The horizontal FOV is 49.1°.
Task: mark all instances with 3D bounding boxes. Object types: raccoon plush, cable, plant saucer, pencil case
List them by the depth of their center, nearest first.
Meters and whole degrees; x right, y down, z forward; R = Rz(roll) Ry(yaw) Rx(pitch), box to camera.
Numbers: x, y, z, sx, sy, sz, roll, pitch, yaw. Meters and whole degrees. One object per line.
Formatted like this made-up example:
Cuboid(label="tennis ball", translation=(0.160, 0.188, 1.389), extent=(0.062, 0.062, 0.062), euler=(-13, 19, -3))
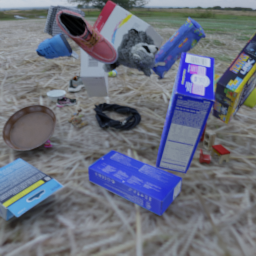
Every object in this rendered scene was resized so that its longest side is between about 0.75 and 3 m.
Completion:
Cuboid(label="raccoon plush", translation=(0.050, -1.730, 7.857), extent=(1.011, 2.089, 1.400), euler=(24, 49, -23))
Cuboid(label="plant saucer", translation=(-3.552, 0.025, 10.237), extent=(2.022, 0.348, 2.022), euler=(-3, 56, 5))
Cuboid(label="cable", translation=(-0.510, -0.637, 12.198), extent=(1.920, 0.598, 2.354), euler=(-7, 28, -14))
Cuboid(label="pencil case", translation=(2.099, -3.520, 12.567), extent=(1.132, 2.901, 1.260), euler=(47, 17, 2))

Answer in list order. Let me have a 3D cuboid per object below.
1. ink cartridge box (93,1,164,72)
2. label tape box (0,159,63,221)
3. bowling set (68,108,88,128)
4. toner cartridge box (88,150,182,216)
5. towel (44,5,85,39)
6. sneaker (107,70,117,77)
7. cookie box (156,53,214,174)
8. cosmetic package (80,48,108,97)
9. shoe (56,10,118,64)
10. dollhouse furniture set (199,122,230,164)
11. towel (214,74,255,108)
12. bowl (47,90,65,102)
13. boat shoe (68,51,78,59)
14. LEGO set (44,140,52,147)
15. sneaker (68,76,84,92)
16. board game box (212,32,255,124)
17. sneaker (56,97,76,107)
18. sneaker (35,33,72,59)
Cuboid(label="ink cartridge box", translation=(-0.054, -3.725, 11.569), extent=(2.294, 1.659, 1.667), euler=(40, 13, 24))
Cuboid(label="label tape box", translation=(-2.942, 1.743, 7.638), extent=(2.027, 0.670, 1.452), euler=(22, 35, 31))
Cuboid(label="bowling set", translation=(-2.196, -0.468, 11.832), extent=(0.988, 0.688, 0.531), euler=(17, 33, 36))
Cuboid(label="toner cartridge box", translation=(0.161, 1.506, 8.184), extent=(2.520, 0.544, 1.197), euler=(19, 32, 31))
Cuboid(label="towel", translation=(-2.601, -4.339, 11.583), extent=(0.647, 1.252, 1.512), euler=(44, 35, 24))
Cuboid(label="sneaker", translation=(-1.172, -3.551, 17.989), extent=(1.192, 0.452, 0.626), euler=(28, 24, 34))
Cuboid(label="cookie box", translation=(1.395, -0.350, 6.899), extent=(0.853, 2.271, 1.943), euler=(13, 42, 6))
Cuboid(label="cosmetic package", translation=(-1.200, -1.995, 10.321), extent=(0.851, 1.184, 2.097), euler=(-1, -14, -2))
Cuboid(label="shoe", translation=(-1.032, -2.280, 7.196), extent=(1.878, 0.671, 0.854), euler=(35, 8, -18))
Cuboid(label="dollhouse furniture set", translation=(2.517, 0.408, 9.922), extent=(1.142, 0.863, 2.122), euler=(-10, 29, -18))
Cuboid(label="towel", translation=(3.758, -1.412, 10.428), extent=(1.008, 0.212, 2.343), euler=(-38, 49, -25))
Cuboid(label="bowl", translation=(-3.605, -1.567, 14.141), extent=(0.931, 0.419, 0.931), euler=(-1, 28, 0))
Cuboid(label="boat shoe", translation=(-2.418, -3.036, 11.476), extent=(0.884, 0.293, 0.309), euler=(36, 28, 8))
Cuboid(label="LEGO set", translation=(-3.405, 0.377, 10.383), extent=(1.203, 0.494, 0.459), euler=(1, 27, 3))
Cuboid(label="sneaker", translation=(-2.793, -2.636, 15.819), extent=(0.705, 0.756, 1.908), euler=(5, 27, 12))
Cuboid(label="board game box", translation=(3.495, -1.446, 8.671), extent=(0.696, 2.454, 2.029), euler=(37, 82, 22))
Cuboid(label="sneaker", translation=(-2.993, -1.319, 13.656), extent=(1.012, 0.437, 0.407), euler=(-17, 34, -30))
Cuboid(label="sneaker", translation=(-2.023, -2.081, 7.483), extent=(0.705, 0.593, 1.799), euler=(-34, 26, -18))
